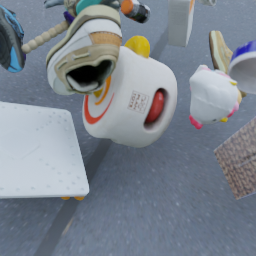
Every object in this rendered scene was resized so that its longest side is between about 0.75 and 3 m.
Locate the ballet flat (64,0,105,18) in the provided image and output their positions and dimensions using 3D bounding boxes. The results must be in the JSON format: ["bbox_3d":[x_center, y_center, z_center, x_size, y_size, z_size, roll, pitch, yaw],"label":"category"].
[{"bbox_3d":[-0.679,-3.456,6.821,2.112,0.716,0.795,-38,61,-11],"label":"ballet flat"}]

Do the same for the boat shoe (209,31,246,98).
[{"bbox_3d":[2.827,-1.785,7.877,0.812,0.764,2.133,-13,82,19],"label":"boat shoe"}]

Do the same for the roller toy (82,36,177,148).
[{"bbox_3d":[-0.063,-0.707,6.463,1.610,2.304,2.102,16,52,-30],"label":"roller toy"}]

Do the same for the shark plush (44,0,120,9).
[{"bbox_3d":[-1.132,-3.716,7.630,2.317,1.052,0.965,-1,37,-7],"label":"shark plush"}]

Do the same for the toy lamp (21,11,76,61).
[{"bbox_3d":[-2.445,-2.962,8.901,2.634,0.767,0.767,-32,55,-3],"label":"toy lamp"}]

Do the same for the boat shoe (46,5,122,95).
[{"bbox_3d":[-0.956,-1.112,5.361,1.008,2.698,0.923,1,74,-26],"label":"boat shoe"}]

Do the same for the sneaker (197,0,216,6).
[{"bbox_3d":[2.432,-4.342,9.186,0.525,1.057,0.412,12,76,46],"label":"sneaker"}]

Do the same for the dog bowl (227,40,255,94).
[{"bbox_3d":[2.971,-1.348,6.376,1.295,1.295,0.510,15,64,12],"label":"dog bowl"}]

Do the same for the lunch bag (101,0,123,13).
[{"bbox_3d":[-0.594,-4.433,9.714,0.704,0.981,1.197,38,92,3],"label":"lunch bag"}]

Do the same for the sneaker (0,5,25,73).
[{"bbox_3d":[-2.910,-2.291,6.979,0.865,0.774,2.113,-2,62,-55],"label":"sneaker"}]

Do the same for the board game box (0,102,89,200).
[{"bbox_3d":[-2.388,0.425,5.947,2.693,0.348,2.694,5,39,-27],"label":"board game box"}]

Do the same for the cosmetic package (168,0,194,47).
[{"bbox_3d":[1.681,-3.575,8.897,0.648,1.818,0.922,13,64,14],"label":"cosmetic package"}]

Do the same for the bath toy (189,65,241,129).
[{"bbox_3d":[1.732,-0.630,5.712,1.193,1.014,2.745,24,19,11],"label":"bath toy"}]

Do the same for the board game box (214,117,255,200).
[{"bbox_3d":[3.099,0.330,5.166,2.217,1.768,1.074,-13,68,-17],"label":"board game box"}]

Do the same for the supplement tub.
[{"bbox_3d":[0.228,-3.658,8.746,0.919,0.563,0.563,0,36,-50],"label":"supplement tub"}]
